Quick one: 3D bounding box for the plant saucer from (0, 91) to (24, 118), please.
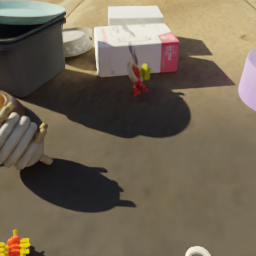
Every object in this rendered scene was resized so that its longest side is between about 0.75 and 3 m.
[{"bbox_3d":[-4.290,-0.368,7.476,2.834,0.455,2.834,-1,34,1],"label":"plant saucer"}]

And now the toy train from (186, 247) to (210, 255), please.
[{"bbox_3d":[2.153,2.511,3.885,2.713,0.754,2.038,1,37,-4],"label":"toy train"}]

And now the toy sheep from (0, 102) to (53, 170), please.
[{"bbox_3d":[-2.474,0.270,6.126,1.896,1.307,1.307,35,36,-16],"label":"toy sheep"}]

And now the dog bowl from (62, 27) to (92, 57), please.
[{"bbox_3d":[-2.447,-3.464,11.326,2.163,0.634,2.163,-5,34,3],"label":"dog bowl"}]

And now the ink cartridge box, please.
[{"bbox_3d":[0.210,-2.923,10.386,2.830,1.171,2.073,-6,38,-7],"label":"ink cartridge box"}]

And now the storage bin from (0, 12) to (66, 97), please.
[{"bbox_3d":[-3.447,-2.498,9.173,2.177,2.009,2.991,15,40,20],"label":"storage bin"}]

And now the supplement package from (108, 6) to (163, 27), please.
[{"bbox_3d":[0.265,-4.509,12.350,2.248,1.247,1.751,-2,38,-3],"label":"supplement package"}]

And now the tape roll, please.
[{"bbox_3d":[4.930,-1.409,8.453,2.818,1.197,2.818,1,38,-1],"label":"tape roll"}]

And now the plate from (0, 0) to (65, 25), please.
[{"bbox_3d":[-3.330,-3.519,8.560,2.785,0.356,2.785,3,31,-2],"label":"plate"}]

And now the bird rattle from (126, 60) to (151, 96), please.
[{"bbox_3d":[0.224,-1.605,8.791,0.662,0.957,1.174,-19,33,35],"label":"bird rattle"}]

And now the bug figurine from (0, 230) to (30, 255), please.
[{"bbox_3d":[-2.386,2.289,4.368,1.653,0.425,1.282,-3,44,-11],"label":"bug figurine"}]
